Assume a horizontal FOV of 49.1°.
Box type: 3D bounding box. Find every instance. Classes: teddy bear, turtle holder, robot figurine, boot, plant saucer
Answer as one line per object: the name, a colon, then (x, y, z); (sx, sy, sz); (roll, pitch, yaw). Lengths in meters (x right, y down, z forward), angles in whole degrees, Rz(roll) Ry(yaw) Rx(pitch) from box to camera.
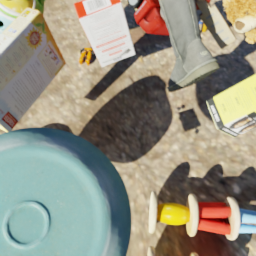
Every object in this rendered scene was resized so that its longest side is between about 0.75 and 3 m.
teddy bear: (3.117, -2.060, 6.041); (2.527, 0.844, 1.832); (19, 23, -38)
turtle holder: (-2.795, -2.940, 6.764); (1.960, 1.489, 1.392); (13, 16, 18)
robot figurine: (-1.532, -2.655, 10.315); (0.570, 0.229, 0.787); (9, 57, 6)
boot: (1.039, -1.962, 5.985); (0.773, 1.937, 2.130); (-24, 88, -20)
plant saucer: (-1.080, 1.056, 3.096); (2.313, 0.416, 2.313); (2, 75, -7)

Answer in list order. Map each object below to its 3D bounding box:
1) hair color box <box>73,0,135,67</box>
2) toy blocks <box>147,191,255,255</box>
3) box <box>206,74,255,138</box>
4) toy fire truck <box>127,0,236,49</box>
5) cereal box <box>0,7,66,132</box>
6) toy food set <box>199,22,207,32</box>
hair color box: (-0.570, -2.659, 7.708); (1.127, 2.032, 0.649); (-21, 64, 2)
toy blocks: (1.837, 2.642, 6.275); (2.762, 1.003, 2.302); (4, 56, 3)
box: (3.059, -0.783, 5.300); (2.901, 1.092, 0.727); (-30, 60, 30)
toy fire truck: (1.280, -2.717, 6.497); (1.443, 1.974, 2.243); (-8, 72, -36)
cereal box: (-2.561, -1.282, 6.498); (0.479, 1.745, 2.426); (25, 67, 20)
toy food set: (2.529, -4.090, 11.099); (1.174, 0.528, 0.561); (21, 58, 13)
